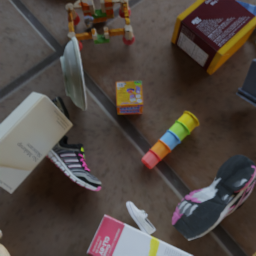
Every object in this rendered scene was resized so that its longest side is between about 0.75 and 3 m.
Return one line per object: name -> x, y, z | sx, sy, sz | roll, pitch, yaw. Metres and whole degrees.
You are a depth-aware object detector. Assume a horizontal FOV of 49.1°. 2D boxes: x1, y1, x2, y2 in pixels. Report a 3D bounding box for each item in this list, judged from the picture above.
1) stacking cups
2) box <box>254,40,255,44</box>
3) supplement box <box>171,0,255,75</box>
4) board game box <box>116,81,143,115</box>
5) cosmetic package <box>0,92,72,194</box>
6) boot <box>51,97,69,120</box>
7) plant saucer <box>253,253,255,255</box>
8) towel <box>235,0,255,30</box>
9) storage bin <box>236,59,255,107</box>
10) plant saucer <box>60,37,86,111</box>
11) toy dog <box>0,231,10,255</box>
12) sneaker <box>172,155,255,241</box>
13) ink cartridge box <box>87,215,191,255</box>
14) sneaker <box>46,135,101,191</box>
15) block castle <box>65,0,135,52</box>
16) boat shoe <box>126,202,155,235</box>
stacking cups -> 1.282, 0.385, 8.934 | 2.163, 0.654, 0.654 | -41, 77, -11
box -> 5.254, -2.865, 10.020 | 0.478, 0.439, 1.366 | -39, 78, -11
supplement box -> 2.931, -3.370, 9.709 | 1.962, 1.321, 1.989 | -43, 78, -12
board game box -> 0.036, -0.973, 9.231 | 0.840, 0.839, 0.839 | -2, 73, -1
cosmetic package -> -3.036, 0.370, 8.058 | 0.956, 1.354, 2.616 | 17, 63, 47
boot -> -2.415, -0.507, 9.378 | 0.708, 0.338, 0.937 | -20, 97, 15
plant saucer -> 3.874, 3.227, 6.941 | 2.838, 2.838, 0.503 | -30, 70, -9
towel -> 4.390, -4.158, 10.431 | 1.668, 0.405, 0.931 | 19, 73, 5
storage bin -> 4.319, -1.300, 8.381 | 1.297, 1.782, 1.197 | 1, 117, -12
plant saucer -> -1.726, -1.607, 8.669 | 0.563, 2.244, 2.244 | -9, 73, -10
toy dog -> -4.249, 3.271, 7.258 | 1.810, 2.745, 1.322 | -29, 56, -34
sneaker -> 2.677, 2.219, 8.118 | 2.941, 1.270, 1.181 | -43, 42, 8
ink cartridge box -> 0.286, 3.358, 7.367 | 2.461, 1.786, 1.026 | 23, 66, 7
sneaker -> -1.594, 1.002, 8.632 | 2.254, 0.832, 0.986 | 38, 83, 15
block castle -> -1.003, -3.625, 9.939 | 2.330, 1.093, 1.557 | -8, 78, 0
boat shoe -> 0.381, 2.629, 8.253 | 0.381, 0.417, 1.158 | -34, 87, 7
